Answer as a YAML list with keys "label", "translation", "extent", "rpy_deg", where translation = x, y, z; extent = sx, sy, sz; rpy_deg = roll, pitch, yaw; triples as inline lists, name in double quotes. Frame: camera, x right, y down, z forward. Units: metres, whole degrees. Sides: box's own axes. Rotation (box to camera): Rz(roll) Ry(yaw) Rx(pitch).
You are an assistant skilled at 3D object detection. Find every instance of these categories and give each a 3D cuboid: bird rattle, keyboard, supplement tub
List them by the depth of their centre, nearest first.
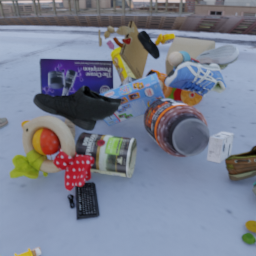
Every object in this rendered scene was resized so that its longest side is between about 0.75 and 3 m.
- label: "keyboard"
  translation: [-1.151, 1.798, 7.052]
  extent: [0.751, 0.160, 1.250]
  rpy_deg: [-5, 28, -10]
- label: "bird rattle"
  translation: [-1.994, 0.642, 7.166]
  extent: [2.324, 1.894, 1.309]
  rpy_deg: [0, 16, 30]
- label: "supplement tub"
  translation: [1.412, -0.033, 8.370]
  extent: [1.506, 1.506, 2.815]
  rpy_deg: [-4, 11, -7]

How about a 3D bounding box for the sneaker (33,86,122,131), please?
- label: "sneaker"
  translation: [-1.390, -0.721, 7.576]
  extent: [2.222, 1.159, 0.667]
  rpy_deg: [27, 26, -1]

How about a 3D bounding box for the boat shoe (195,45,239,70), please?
- label: "boat shoe"
  translation: [3.517, -2.624, 10.810]
  extent: [0.874, 0.753, 2.427]
  rpy_deg: [-43, 18, -2]

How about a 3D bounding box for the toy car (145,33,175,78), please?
- label: "toy car"
  translation: [1.560, -2.349, 11.428]
  extent: [0.981, 2.948, 1.446]
  rpy_deg: [-16, 63, -21]

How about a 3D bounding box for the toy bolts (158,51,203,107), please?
- label: "toy bolts"
  translation: [1.837, -1.790, 10.165]
  extent: [1.837, 1.924, 1.334]
  rpy_deg: [31, 19, 34]

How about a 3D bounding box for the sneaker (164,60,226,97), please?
- label: "sneaker"
  translation: [2.363, -1.620, 9.472]
  extent: [2.580, 0.977, 0.994]
  rpy_deg: [-10, 64, -30]

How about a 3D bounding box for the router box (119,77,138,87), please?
- label: "router box"
  translation: [0.047, -1.293, 9.662]
  extent: [0.758, 1.016, 0.260]
  rpy_deg: [11, 55, -33]

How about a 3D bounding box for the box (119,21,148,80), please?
- label: "box"
  translation: [0.273, -2.735, 10.188]
  extent: [0.183, 1.720, 1.406]
  rpy_deg: [5, 69, 27]

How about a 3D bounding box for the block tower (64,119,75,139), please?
- label: "block tower"
  translation: [-2.083, 0.084, 9.928]
  extent: [0.362, 0.338, 1.251]
  rpy_deg: [17, 25, -19]

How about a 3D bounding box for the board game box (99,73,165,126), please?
- label: "board game box"
  translation: [0.071, -0.885, 9.619]
  extent: [2.317, 1.753, 0.424]
  rpy_deg: [-18, 65, 10]

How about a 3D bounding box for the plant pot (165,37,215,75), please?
- label: "plant pot"
  translation: [3.012, -3.121, 14.419]
  extent: [2.213, 2.216, 1.962]
  rpy_deg: [17, 46, 28]

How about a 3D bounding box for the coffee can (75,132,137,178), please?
- label: "coffee can"
  translation: [-0.608, 0.758, 7.950]
  extent: [1.538, 1.126, 1.126]
  rpy_deg: [6, 29, 10]

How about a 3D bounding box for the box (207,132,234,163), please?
- label: "box"
  translation: [2.442, 0.488, 7.372]
  extent: [0.333, 0.645, 1.106]
  rpy_deg: [10, 11, 32]

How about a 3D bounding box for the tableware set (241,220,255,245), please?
- label: "tableware set"
  translation: [3.021, 2.255, 6.202]
  extent: [0.790, 0.180, 1.172]
  rpy_deg: [16, 33, 33]

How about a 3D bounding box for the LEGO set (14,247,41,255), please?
- label: "LEGO set"
  translation: [-2.101, 2.675, 5.332]
  extent: [0.472, 0.382, 1.026]
  rpy_deg: [36, 24, -6]

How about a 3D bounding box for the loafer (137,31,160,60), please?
- label: "loafer"
  translation: [0.705, -2.839, 9.701]
  extent: [0.372, 1.095, 0.384]
  rpy_deg: [-41, 10, -28]

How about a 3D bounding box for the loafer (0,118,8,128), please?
- label: "loafer"
  translation: [-5.176, -0.140, 10.346]
  extent: [0.535, 0.468, 1.487]
  rpy_deg: [23, 36, 36]

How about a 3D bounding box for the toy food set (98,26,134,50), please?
- label: "toy food set"
  translation: [-0.365, -2.835, 8.880]
  extent: [1.154, 0.734, 0.182]
  rpy_deg: [6, 23, 13]

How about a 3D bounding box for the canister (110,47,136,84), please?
- label: "canister"
  translation: [0.100, -2.128, 11.849]
  extent: [0.948, 1.626, 2.189]
  rpy_deg: [-22, 68, 5]

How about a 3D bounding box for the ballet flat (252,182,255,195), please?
- label: "ballet flat"
  translation: [4.324, 1.412, 7.304]
  extent: [2.575, 0.868, 0.820]
  rpy_deg: [-16, 59, -26]

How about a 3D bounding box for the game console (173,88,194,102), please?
- label: "game console"
  translation: [2.590, -1.957, 12.594]
  extent: [1.262, 1.465, 0.869]
  rpy_deg: [-32, 49, -33]

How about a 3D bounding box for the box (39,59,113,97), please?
- label: "box"
  translation: [-1.999, -1.649, 10.954]
  extent: [2.730, 1.927, 1.077]
  rpy_deg: [-3, 8, -19]

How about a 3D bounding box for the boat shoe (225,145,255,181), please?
- label: "boat shoe"
  translation: [3.683, 0.825, 7.672]
  extent: [2.034, 0.691, 0.732]
  rpy_deg: [-18, 4, -4]
